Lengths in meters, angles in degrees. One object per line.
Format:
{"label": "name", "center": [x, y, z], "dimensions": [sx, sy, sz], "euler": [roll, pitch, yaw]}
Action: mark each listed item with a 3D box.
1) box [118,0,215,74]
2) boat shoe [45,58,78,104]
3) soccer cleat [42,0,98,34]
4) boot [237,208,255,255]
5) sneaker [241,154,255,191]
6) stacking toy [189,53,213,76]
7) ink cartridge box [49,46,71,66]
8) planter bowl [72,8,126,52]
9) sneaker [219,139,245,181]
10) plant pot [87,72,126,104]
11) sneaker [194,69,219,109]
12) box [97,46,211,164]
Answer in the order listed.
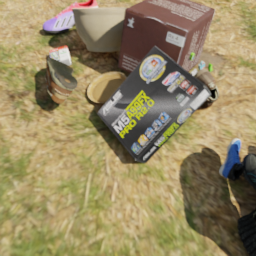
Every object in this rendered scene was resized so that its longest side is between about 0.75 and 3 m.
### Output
{"label": "box", "center": [1.347, -3.153, 9.938], "dimensions": [2.221, 2.198, 2.677], "euler": [29, 46, 18]}
{"label": "boat shoe", "center": [-2.472, -1.662, 9.687], "dimensions": [1.006, 0.982, 2.659], "euler": [22, 19, -26]}
{"label": "soccer cleat", "center": [-2.641, -5.147, 12.783], "dimensions": [2.827, 1.034, 0.964], "euler": [-27, 54, -21]}
{"label": "boot", "center": [3.253, 1.587, 6.235], "dimensions": [1.017, 2.021, 2.703], "euler": [14, 46, -3]}
{"label": "sneaker", "center": [3.581, 1.443, 7.144], "dimensions": [0.743, 0.781, 1.971], "euler": [11, 49, -24]}
{"label": "stacking toy", "center": [2.537, -1.984, 9.594], "dimensions": [0.278, 1.183, 0.892], "euler": [-42, 57, -11]}
{"label": "ink cartridge box", "center": [-2.767, -2.963, 11.294], "dimensions": [0.744, 0.344, 1.365], "euler": [-16, 51, -2]}
{"label": "planter bowl", "center": [-0.975, -3.886, 11.078], "dimensions": [2.374, 1.598, 2.374], "euler": [0, 24, 0]}
{"label": "sneaker", "center": [2.922, 0.877, 7.532], "dimensions": [0.429, 1.117, 0.622], "euler": [21, 3, -29]}
{"label": "plant pot", "center": [-0.708, -1.389, 9.885], "dimensions": [1.513, 0.208, 1.513], "euler": [-10, 51, 12]}
{"label": "sneaker", "center": [2.442, -0.980, 8.701], "dimensions": [0.693, 1.967, 0.743], "euler": [-32, 58, 6]}
{"label": "box", "center": [0.638, -0.692, 8.209], "dimensions": [2.755, 0.610, 2.207], "euler": [-47, 57, 11]}
